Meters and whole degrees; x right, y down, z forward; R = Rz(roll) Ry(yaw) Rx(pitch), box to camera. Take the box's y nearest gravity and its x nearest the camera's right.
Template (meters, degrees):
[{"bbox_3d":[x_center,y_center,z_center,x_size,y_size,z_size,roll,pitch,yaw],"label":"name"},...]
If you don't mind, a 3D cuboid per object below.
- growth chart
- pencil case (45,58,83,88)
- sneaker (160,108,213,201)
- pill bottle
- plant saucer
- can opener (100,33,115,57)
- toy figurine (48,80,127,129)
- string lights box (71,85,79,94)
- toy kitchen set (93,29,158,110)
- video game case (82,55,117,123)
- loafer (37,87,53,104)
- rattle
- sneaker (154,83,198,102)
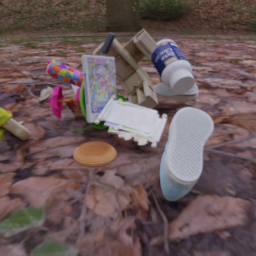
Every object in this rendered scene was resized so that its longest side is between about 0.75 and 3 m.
[{"bbox_3d":[0.086,-0.222,8.831,2.269,0.201,1.642,21,51,19],"label":"growth chart"},{"bbox_3d":[-2.116,-1.854,9.522,1.354,0.598,0.598,22,18,-19],"label":"pencil case"},{"bbox_3d":[1.321,0.558,6.963,1.060,1.175,2.869,27,42,7],"label":"sneaker"},{"bbox_3d":[1.806,-2.454,11.371,1.255,1.255,2.260,-8,51,-17],"label":"pill bottle"},{"bbox_3d":[-0.988,0.727,8.359,1.290,0.241,1.290,-1,24,0],"label":"plant saucer"},{"bbox_3d":[-0.755,-2.744,10.108,0.437,1.308,0.349,33,20,12],"label":"can opener"},{"bbox_3d":[-1.709,-0.924,10.534,2.476,2.019,2.690,2,-12,35],"label":"toy figurine"},{"bbox_3d":[-1.440,-1.452,11.007,0.804,0.461,1.565,-33,-23,11],"label":"string lights box"},{"bbox_3d":[0.249,-2.267,10.494,2.064,2.530,2.282,-37,28,21],"label":"toy kitchen set"},{"bbox_3d":[-0.891,-1.310,9.375,0.190,2.110,1.511,2,10,34],"label":"video game case"},{"bbox_3d":[-3.169,-1.242,10.584,0.382,0.345,1.011,-38,14,31],"label":"loafer"},{"bbox_3d":[-4.354,0.248,9.276,1.702,1.867,2.614,23,-8,-32],"label":"rattle"},{"bbox_3d":[2.080,-1.506,12.511,2.024,0.815,0.773,8,64,15],"label":"sneaker"}]
